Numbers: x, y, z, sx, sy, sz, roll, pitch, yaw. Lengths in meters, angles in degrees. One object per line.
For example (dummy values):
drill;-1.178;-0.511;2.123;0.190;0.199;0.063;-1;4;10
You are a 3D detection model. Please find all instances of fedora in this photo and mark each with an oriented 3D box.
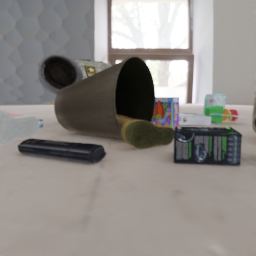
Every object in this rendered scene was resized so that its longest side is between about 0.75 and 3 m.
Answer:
fedora;-2.478;-1.917;10.328;1.650;1.460;0.745;33;-6;-5

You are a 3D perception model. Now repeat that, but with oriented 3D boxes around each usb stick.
usb stick;-1.398;0.452;5.718;2.015;0.329;0.559;4;15;28

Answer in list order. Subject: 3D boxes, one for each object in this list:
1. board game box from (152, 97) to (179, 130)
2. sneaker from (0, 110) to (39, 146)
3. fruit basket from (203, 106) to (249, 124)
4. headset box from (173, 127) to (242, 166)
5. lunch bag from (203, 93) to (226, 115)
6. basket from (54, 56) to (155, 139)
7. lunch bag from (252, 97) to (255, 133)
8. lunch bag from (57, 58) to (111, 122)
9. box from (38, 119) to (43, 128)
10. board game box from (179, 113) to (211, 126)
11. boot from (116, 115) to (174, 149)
board game box;0.805;-0.422;9.364;1.835;1.234;0.411;5;8;39
sneaker;-3.604;-0.053;7.491;1.274;0.918;2.438;6;1;16
fruit basket;4.492;-0.519;12.860;1.826;0.856;1.691;11;6;0
headset box;1.568;0.324;5.585;1.296;0.601;1.128;1;7;11
lunch bag;5.148;-1.363;16.654;0.702;1.462;1.823;7;10;40
basket;-0.843;-0.778;8.894;2.829;2.551;1.924;-5;-25;38
lunch bag;4.583;-0.348;7.711;1.968;1.371;1.651;5;1;5
lunch bag;-1.903;-1.713;12.968;2.453;2.991;1.758;-3;7;-32
box;-4.380;-0.150;11.031;1.690;0.318;1.154;0;6;3
board game box;2.729;-0.436;13.000;1.471;0.403;2.331;2;6;-3
boot;-0.044;0.024;7.473;1.773;0.669;2.024;12;3;-43
